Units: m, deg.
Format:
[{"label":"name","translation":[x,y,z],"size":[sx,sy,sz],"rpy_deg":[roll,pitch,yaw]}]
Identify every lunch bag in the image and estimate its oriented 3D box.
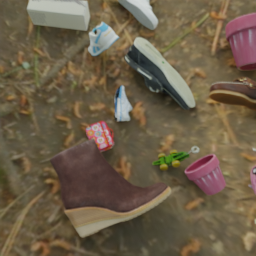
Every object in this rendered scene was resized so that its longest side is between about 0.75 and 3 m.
[{"label":"lunch bag","translation":[-0.755,0.252,7.877],"size":[0.722,0.336,0.820],"rpy_deg":[-20,72,-12]}]

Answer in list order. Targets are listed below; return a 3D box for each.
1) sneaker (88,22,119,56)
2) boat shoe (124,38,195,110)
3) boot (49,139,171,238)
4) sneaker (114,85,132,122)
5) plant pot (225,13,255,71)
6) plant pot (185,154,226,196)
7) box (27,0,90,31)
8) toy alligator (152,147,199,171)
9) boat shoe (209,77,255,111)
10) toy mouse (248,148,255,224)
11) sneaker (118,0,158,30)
[{"label":"sneaker","translation":[-0.838,-2.602,8.237],"size":[0.647,1.603,0.613],"rpy_deg":[47,70,-18]},{"label":"boat shoe","translation":[0.944,-1.465,8.296],"size":[2.588,0.929,0.875],"rpy_deg":[47,121,5]},{"label":"boot","translation":[-0.489,1.254,7.059],"size":[2.651,0.959,2.205],"rpy_deg":[-22,78,-2]},{"label":"sneaker","translation":[-0.126,-0.691,8.201],"size":[0.499,0.432,1.152],"rpy_deg":[8,70,-18]},{"label":"plant pot","translation":[3.693,-2.464,8.296],"size":[1.483,1.483,1.327],"rpy_deg":[-2,86,-1]},{"label":"plant pot","translation":[2.069,1.254,7.280],"size":[0.902,0.902,0.808],"rpy_deg":[-34,90,-11]},{"label":"box","translation":[-2.208,-3.697,9.014],"size":[1.829,0.752,0.625],"rpy_deg":[8,71,1]},{"label":"toy alligator","translation":[1.303,0.838,7.543],"size":[1.313,0.316,0.435],"rpy_deg":[-18,53,18]},{"label":"boat shoe","translation":[3.218,-1.009,7.831],"size":[2.246,0.791,0.790],"rpy_deg":[9,80,-24]},{"label":"toy mouse","translation":[3.757,1.671,7.218],"size":[2.300,0.445,2.044],"rpy_deg":[43,75,2]},{"label":"sneaker","translation":[0.566,-4.152,9.178],"size":[1.107,0.706,1.916],"rpy_deg":[-38,74,-9]}]
